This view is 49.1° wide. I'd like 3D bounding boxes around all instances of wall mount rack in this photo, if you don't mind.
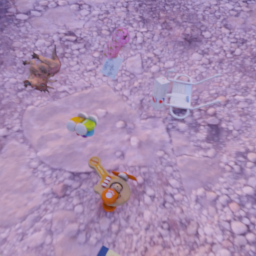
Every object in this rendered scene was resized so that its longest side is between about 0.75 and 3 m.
[{"bbox_3d":[2.771,-1.629,12.299,2.319,0.995,2.669,9,56,6],"label":"wall mount rack"}]

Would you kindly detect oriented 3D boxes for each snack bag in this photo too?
[{"bbox_3d":[-0.653,-2.515,11.322,1.001,0.107,0.943,34,103,39],"label":"snack bag"}]

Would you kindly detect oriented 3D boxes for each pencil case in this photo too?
[{"bbox_3d":[-0.413,-2.943,9.860,0.609,1.470,0.636,-35,92,-24],"label":"pencil case"}]

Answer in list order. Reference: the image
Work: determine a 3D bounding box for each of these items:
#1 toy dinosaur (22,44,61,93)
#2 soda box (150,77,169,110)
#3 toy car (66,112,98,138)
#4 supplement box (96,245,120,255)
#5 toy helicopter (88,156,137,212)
[{"bbox_3d":[-3.236,-2.226,11.015,1.651,1.046,2.436,20,58,29],"label":"toy dinosaur"},{"bbox_3d":[1.192,-1.298,10.667,0.394,1.238,0.421,-19,50,-25],"label":"soda box"},{"bbox_3d":[-1.454,-0.010,9.013,0.956,0.717,0.837,16,39,29],"label":"toy car"},{"bbox_3d":[-0.140,4.446,7.415,2.044,2.042,1.372,25,59,16],"label":"supplement box"},{"bbox_3d":[-0.674,1.789,10.036,1.446,0.863,2.187,-29,57,-21],"label":"toy helicopter"}]
